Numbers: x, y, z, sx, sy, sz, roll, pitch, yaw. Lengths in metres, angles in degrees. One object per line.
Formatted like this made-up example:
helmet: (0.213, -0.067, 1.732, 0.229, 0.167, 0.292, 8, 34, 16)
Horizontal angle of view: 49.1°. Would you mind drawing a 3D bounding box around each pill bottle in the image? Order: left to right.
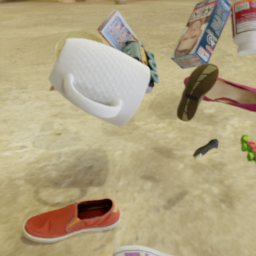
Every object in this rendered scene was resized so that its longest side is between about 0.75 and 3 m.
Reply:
pill bottle: (4.565, -3.874, 10.758, 1.116, 1.975, 1.116, -4, -1, 0)

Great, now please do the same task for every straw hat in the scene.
straw hat: (-1.650, -2.401, 9.737, 1.894, 0.802, 1.894, 6, 67, -15)

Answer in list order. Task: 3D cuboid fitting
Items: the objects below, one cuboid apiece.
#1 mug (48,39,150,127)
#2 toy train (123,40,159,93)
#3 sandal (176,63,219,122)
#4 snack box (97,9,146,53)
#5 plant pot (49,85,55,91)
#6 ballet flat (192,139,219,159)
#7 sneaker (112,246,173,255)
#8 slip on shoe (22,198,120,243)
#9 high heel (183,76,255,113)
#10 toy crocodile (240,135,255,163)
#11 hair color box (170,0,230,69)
mug: (-0.903, -1.207, 7.775, 2.400, 2.021, 2.737, 25, 30, -19)
toy train: (0.439, -2.455, 10.958, 1.057, 1.413, 2.479, -30, 43, 27)
sandal: (1.880, -0.993, 7.791, 0.703, 1.751, 0.473, 27, 23, 9)
snack box: (-0.089, -3.505, 11.742, 1.050, 2.921, 0.355, -51, 52, 0)
plant pot: (-2.466, -1.978, 10.449, 0.207, 1.509, 1.509, 30, 30, -13)
ballet flat: (2.110, 0.600, 7.484, 1.071, 0.304, 0.356, -25, 12, -35)
sneaker: (0.437, 3.214, 6.059, 1.791, 0.649, 1.021, 7, 36, 11)
slip on shoe: (-1.458, 2.320, 7.317, 2.528, 0.773, 0.936, -7, 35, -7)
high heel: (2.884, -1.102, 8.463, 2.631, 0.886, 1.262, 28, 5, 17)
toy crocodile: (3.497, 0.633, 7.822, 0.431, 0.394, 1.277, 2, 28, -1)
hair color box: (3.093, -4.016, 11.850, 1.477, 0.894, 2.953, 7, 68, 58)
